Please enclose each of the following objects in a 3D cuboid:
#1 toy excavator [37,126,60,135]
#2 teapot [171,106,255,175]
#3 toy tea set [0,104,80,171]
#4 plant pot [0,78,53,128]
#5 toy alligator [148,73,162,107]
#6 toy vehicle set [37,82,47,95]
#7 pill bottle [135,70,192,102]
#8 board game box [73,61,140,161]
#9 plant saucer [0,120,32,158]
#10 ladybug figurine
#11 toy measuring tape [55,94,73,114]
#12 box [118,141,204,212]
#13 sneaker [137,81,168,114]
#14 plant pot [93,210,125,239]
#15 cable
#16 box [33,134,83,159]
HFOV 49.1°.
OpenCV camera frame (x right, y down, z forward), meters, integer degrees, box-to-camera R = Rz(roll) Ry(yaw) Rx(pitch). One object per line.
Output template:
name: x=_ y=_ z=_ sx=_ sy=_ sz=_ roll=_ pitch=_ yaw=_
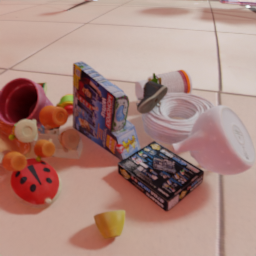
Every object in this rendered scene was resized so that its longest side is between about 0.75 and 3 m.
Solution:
toy excavator: x=-3.176 y=0.139 z=10.192 sx=1.099 sy=0.549 sz=1.069 roll=8 pitch=13 yaw=28
teapot: x=2.503 y=0.491 z=8.074 sx=1.563 sy=2.140 sz=2.113 roll=-32 pitch=17 yaw=37
toy tea set: x=-2.758 y=0.282 z=8.441 sx=0.952 sy=1.529 sz=2.571 roll=2 pitch=22 yaw=45
plant pot: x=-3.634 y=-0.747 z=10.403 sx=1.794 sy=1.606 sz=1.794 roll=-4 pitch=75 yaw=15
toy alligator: x=1.069 y=-1.407 z=10.855 sx=0.522 sy=0.379 sz=1.576 roll=-3 pitch=64 yaw=4
toy vehicle set: x=-4.479 y=-1.562 z=13.062 sx=1.226 sy=0.262 sz=1.973 roll=-6 pitch=35 yaw=-8
pill bottle: x=1.528 y=-1.737 z=12.209 sx=2.289 sy=1.254 sz=1.254 roll=-15 pitch=37 yaw=-15
board game box: x=-0.713 y=-0.393 z=9.563 sx=0.899 sy=2.916 sz=2.915 roll=-29 pitch=57 yaw=-34
plant saucer: x=-4.457 y=0.345 z=9.086 sx=2.595 sy=0.486 sz=2.595 roll=30 pitch=12 yaw=-7
ladybug figurine: x=-2.709 y=1.505 z=8.167 sx=1.355 sy=0.718 sz=1.997 roll=-25 pitch=41 yaw=-31
toy measuring tape: x=-2.884 y=-0.993 z=11.633 sx=2.321 sy=0.854 sz=0.854 roll=-3 pitch=34 yaw=-9
box: x=0.956 y=1.358 z=8.556 sx=1.665 sy=0.482 sz=2.095 roll=-29 pitch=44 yaw=-33
sneaker: x=0.681 y=-1.119 z=10.201 sx=0.807 sy=0.568 sz=1.519 roll=31 pitch=57 yaw=32
plant pot: x=-0.427 y=2.411 z=6.938 sx=0.796 sy=0.796 sz=0.565 roll=-6 pitch=66 yaw=-9
cable: x=1.933 y=-0.365 z=10.660 sx=2.847 sy=0.986 sz=2.848 roll=-11 pitch=37 yaw=-14
box: x=-2.370 y=0.621 z=9.556 sx=1.526 sy=0.522 sz=0.627 roll=6 pitch=46 yaw=7
